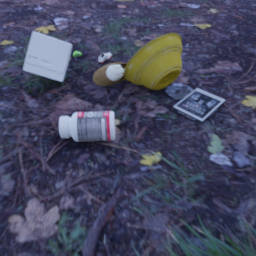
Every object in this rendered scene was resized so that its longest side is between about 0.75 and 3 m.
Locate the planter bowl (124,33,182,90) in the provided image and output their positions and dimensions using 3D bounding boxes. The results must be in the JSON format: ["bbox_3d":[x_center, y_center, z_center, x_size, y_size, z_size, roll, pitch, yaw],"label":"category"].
[{"bbox_3d":[1.367,-2.507,12.031,2.952,2.952,1.230,-24,72,-24],"label":"planter bowl"}]

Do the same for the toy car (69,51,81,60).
[{"bbox_3d":[-3.052,-3.953,15.099,1.069,0.253,1.136,-15,44,-16],"label":"toy car"}]

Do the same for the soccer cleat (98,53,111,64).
[{"bbox_3d":[-1.222,-3.772,14.760,0.355,0.441,1.034,23,47,24],"label":"soccer cleat"}]

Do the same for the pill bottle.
[{"bbox_3d":[-1.455,-0.041,10.128,1.936,1.072,1.072,-2,42,-3],"label":"pill bottle"}]

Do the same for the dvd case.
[{"bbox_3d":[2.987,-0.953,11.781,1.418,0.233,1.886,31,50,30],"label":"dvd case"}]

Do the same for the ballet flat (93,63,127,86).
[{"bbox_3d":[-0.168,-2.583,12.830,2.896,0.982,1.048,-14,5,-25],"label":"ballet flat"}]

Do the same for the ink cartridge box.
[{"bbox_3d":[-3.398,-3.023,12.113,1.616,1.608,2.203,15,9,-15],"label":"ink cartridge box"}]
